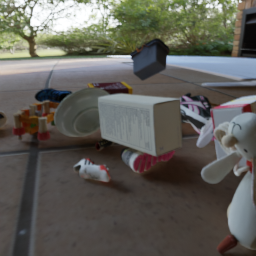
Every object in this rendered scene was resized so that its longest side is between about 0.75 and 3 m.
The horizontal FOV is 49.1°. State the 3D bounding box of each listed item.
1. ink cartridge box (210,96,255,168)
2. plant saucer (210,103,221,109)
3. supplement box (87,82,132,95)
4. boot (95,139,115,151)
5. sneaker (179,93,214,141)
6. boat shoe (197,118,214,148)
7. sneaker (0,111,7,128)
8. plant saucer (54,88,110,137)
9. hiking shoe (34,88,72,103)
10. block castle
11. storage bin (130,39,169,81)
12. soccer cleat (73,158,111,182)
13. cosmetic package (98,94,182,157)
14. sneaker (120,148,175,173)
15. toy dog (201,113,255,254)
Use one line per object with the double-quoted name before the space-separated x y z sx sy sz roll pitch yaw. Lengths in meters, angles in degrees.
"ink cartridge box" 3.727 0.006 8.832 1.026 1.786 2.461 -4 10 44
"plant saucer" 4.627 -0.475 11.854 2.838 0.503 2.838 11 13 -3
"supplement box" -0.971 -1.490 14.214 1.989 1.321 1.962 -5 19 -13
"boot" -0.694 0.390 9.571 0.708 0.937 0.338 -23 63 -44
"sneaker" 2.768 -0.660 10.794 1.270 1.181 2.941 -44 41 -4
"boat shoe" 2.605 0.117 9.291 0.417 1.158 0.381 26 9 -40
"sneaker" -6.677 -0.313 11.490 2.864 1.046 1.602 -5 15 -39
"plant saucer" -1.459 -0.374 9.953 2.244 2.244 0.563 -11 48 -29
"hiking shoe" -4.179 -1.816 15.936 2.201 0.819 0.954 -6 19 -16
"block castle" -3.265 -0.237 10.998 1.557 1.093 2.330 9 22 16
"storage bin" 0.941 -3.093 12.925 1.782 1.197 1.297 -22 -38 36
"soccer cleat" -1.003 1.224 7.720 0.596 0.480 1.400 -24 26 -31
"cosmetic package" 0.229 -0.203 7.897 0.956 1.354 2.616 -14 18 -35
"sneaker" 0.642 0.651 8.727 0.986 0.832 2.254 21 31 40
"toy dog" 1.975 1.230 5.012 1.322 2.745 1.810 -22 -2 -12
